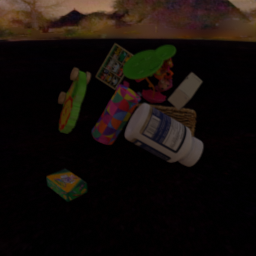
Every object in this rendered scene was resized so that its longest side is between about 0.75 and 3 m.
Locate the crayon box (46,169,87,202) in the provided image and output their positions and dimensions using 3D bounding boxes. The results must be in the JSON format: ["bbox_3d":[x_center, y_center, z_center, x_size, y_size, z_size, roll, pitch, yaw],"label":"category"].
[{"bbox_3d":[-1.635,1.500,7.430,0.609,0.299,1.026,-21,31,-41],"label":"crayon box"}]

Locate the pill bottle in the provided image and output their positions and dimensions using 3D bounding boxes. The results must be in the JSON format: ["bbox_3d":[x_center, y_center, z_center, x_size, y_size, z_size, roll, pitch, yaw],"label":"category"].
[{"bbox_3d":[1.080,0.285,8.237,2.142,1.189,1.189,29,19,-13],"label":"pill bottle"}]

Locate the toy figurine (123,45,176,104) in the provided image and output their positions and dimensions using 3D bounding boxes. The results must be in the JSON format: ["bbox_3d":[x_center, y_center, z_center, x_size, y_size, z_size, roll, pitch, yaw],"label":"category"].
[{"bbox_3d":[0.976,-1.677,9.703,1.874,1.725,1.407,-29,44,1],"label":"toy figurine"}]

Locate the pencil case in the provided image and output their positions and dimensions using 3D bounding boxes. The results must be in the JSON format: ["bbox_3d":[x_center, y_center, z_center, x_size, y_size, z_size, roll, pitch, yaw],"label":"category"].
[{"bbox_3d":[-0.411,-0.445,9.480,0.950,2.149,0.950,29,21,-12],"label":"pencil case"}]

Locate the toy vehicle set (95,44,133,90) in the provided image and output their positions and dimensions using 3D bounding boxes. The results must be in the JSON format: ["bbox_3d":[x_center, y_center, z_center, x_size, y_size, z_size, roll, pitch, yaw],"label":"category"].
[{"bbox_3d":[-0.527,-2.500,11.498,0.990,1.594,0.211,32,16,-5],"label":"toy vehicle set"}]

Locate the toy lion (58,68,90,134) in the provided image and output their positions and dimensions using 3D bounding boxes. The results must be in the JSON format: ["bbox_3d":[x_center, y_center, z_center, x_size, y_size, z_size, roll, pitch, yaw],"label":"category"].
[{"bbox_3d":[-1.840,-0.786,9.228,0.627,1.827,1.751,17,41,-26],"label":"toy lion"}]

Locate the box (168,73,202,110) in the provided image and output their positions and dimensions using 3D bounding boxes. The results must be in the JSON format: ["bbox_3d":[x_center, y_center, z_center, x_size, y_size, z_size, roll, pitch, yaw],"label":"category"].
[{"bbox_3d":[1.328,-0.864,6.461,0.362,0.435,1.058,42,40,1],"label":"box"}]

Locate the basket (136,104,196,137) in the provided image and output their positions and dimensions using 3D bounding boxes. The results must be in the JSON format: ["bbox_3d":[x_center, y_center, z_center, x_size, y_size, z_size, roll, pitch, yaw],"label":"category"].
[{"bbox_3d":[1.377,-0.269,10.058,2.052,1.529,1.465,7,24,18],"label":"basket"}]
